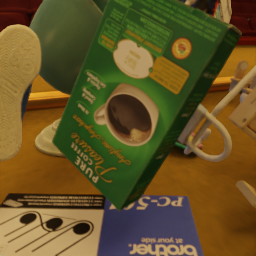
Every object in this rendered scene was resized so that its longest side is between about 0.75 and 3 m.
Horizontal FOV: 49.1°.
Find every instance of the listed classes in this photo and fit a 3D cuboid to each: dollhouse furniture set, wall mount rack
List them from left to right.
[{"bbox_3d":[0.644,-0.510,2.959,0.613,1.428,1.644,-32,68,-36],"label":"wall mount rack"},{"bbox_3d":[4.576,-1.219,8.008,2.132,1.221,2.500,6,19,-16],"label":"dollhouse furniture set"},{"bbox_3d":[2.759,0.369,3.572,1.708,2.253,2.571,34,15,-18],"label":"dollhouse furniture set"}]

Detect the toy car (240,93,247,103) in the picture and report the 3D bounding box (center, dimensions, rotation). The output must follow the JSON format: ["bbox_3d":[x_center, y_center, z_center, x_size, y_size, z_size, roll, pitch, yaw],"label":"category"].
[{"bbox_3d":[3.751,-0.790,7.893,0.821,0.959,1.095,54,9,25],"label":"toy car"}]

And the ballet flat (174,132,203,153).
[{"bbox_3d":[0.546,-0.156,6.173,2.444,0.870,0.845,15,-7,37],"label":"ballet flat"}]

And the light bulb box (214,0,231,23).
[{"bbox_3d":[1.307,-3.323,8.336,2.930,1.844,2.956,-4,40,31],"label":"light bulb box"}]

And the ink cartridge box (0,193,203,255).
[{"bbox_3d":[-0.416,1.274,3.197,2.327,0.514,1.094,1,23,2],"label":"ink cartridge box"}]

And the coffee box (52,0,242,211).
[{"bbox_3d":[0.018,-0.232,2.201,0.950,1.545,0.340,38,25,25],"label":"coffee box"}]

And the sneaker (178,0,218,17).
[{"bbox_3d":[1.499,-2.536,6.033,1.165,2.970,1.119,29,60,-12],"label":"sneaker"}]

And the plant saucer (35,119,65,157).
[{"bbox_3d":[-1.221,0.081,6.327,1.729,0.434,1.729,0,22,0],"label":"plant saucer"}]

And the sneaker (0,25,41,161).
[{"bbox_3d":[-1.352,-0.381,3.064,0.534,1.390,0.773,8,-1,-34],"label":"sneaker"}]

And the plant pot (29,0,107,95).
[{"bbox_3d":[-0.653,-1.160,3.837,1.177,1.467,1.467,-39,13,19],"label":"plant pot"}]
